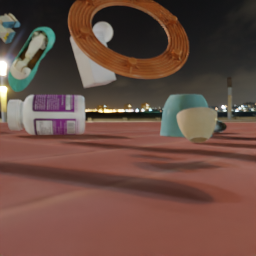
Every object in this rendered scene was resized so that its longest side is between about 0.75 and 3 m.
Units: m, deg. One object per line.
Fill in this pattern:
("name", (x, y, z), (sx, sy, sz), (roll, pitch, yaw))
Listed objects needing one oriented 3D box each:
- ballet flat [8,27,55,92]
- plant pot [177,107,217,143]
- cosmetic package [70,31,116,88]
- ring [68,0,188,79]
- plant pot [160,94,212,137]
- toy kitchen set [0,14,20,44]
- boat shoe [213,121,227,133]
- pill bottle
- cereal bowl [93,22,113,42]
("ballet flat", (-3.594, -2.477, 9.989), (0.895, 2.658, 0.935), (35, 6, -4))
("plant pot", (1.953, -0.010, 7.893), (1.119, 0.751, 1.119), (0, -19, 0))
("cosmetic package", (-0.996, -1.957, 8.000), (0.842, 1.492, 0.606), (-15, 3, -43))
("ring", (0.091, -2.214, 6.184), (2.780, 2.780, 0.267), (-1, -31, -17))
("plant pot", (2.274, -0.491, 11.100), (2.011, 1.614, 2.011), (-1, 2, 0))
("toy kitchen set", (-3.913, -2.915, 8.673), (0.933, 0.686, 1.165), (-42, 0, 34))
("boat shoe", (3.680, -0.107, 12.840), (1.924, 0.728, 0.580), (-2, -3, -30))
("pill bottle", (-3.316, -0.531, 11.593), (2.958, 1.660, 1.660), (0, 2, -12))
("cereal bowl", (-1.017, -3.809, 11.251), (0.809, 0.809, 0.337), (0, 7, 0))
